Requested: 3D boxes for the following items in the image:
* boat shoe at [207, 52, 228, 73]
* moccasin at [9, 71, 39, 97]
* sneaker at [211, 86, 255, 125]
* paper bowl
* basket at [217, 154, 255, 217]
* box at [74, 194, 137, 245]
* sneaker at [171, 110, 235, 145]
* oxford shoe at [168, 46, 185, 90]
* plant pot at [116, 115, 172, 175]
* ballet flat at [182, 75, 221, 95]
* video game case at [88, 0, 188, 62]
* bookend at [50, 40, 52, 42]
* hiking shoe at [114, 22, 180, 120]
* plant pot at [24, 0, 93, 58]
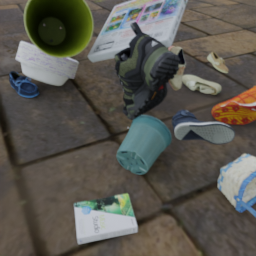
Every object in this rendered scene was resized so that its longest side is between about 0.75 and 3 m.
[{"bbox_3d":[3.610,-2.624,11.186,0.428,0.384,1.157,-7,49,-35],"label":"boat shoe"},{"bbox_3d":[-4.571,-1.873,11.922,1.938,0.661,0.780,26,44,30],"label":"moccasin"},{"bbox_3d":[4.403,-0.893,9.918,2.857,1.043,1.102,-16,34,19],"label":"sneaker"},{"bbox_3d":[-3.465,-2.636,11.918,2.494,1.297,2.494,19,9,-3],"label":"paper bowl"},{"bbox_3d":[3.279,1.505,7.032,1.508,1.190,1.711,-21,32,-24],"label":"basket"},{"bbox_3d":[-0.576,2.206,6.909,1.434,0.261,1.035,-7,38,-11],"label":"box"},{"bbox_3d":[1.780,-0.054,6.884,1.450,0.551,1.047,7,21,-4],"label":"sneaker"},{"bbox_3d":[1.019,-1.220,5.834,0.330,0.931,0.344,-24,26,-25],"label":"oxford shoe"},{"bbox_3d":[0.408,0.558,8.299,1.371,1.371,1.342,18,48,22],"label":"plant pot"},{"bbox_3d":[3.038,-1.799,11.944,1.795,0.623,0.623,18,41,22],"label":"ballet flat"},{"bbox_3d":[0.335,-3.279,8.801,2.891,0.342,2.631,-1,55,35],"label":"video game case"},{"bbox_3d":[-4.296,-4.388,15.054,1.883,0.873,1.895,-25,44,-29],"label":"bookend"},{"bbox_3d":[0.248,-1.136,6.201,0.958,2.529,1.273,-29,75,-25],"label":"hiking shoe"},{"bbox_3d":[-2.305,-3.201,8.888,1.946,1.946,2.080,-15,17,-18],"label":"plant pot"}]
